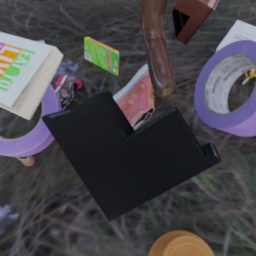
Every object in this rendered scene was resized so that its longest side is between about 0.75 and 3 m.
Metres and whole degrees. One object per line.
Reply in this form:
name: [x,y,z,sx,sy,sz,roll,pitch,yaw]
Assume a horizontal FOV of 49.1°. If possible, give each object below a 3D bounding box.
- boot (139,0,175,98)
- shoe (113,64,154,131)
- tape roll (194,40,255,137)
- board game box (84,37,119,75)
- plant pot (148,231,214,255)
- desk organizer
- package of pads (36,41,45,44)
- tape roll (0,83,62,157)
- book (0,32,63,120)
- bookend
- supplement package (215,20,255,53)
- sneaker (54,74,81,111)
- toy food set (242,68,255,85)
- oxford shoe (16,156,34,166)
boot: [0.922,-2.514,8.078,0.956,2.774,2.976,-7,76,0]
shoe: [0.598,-1.169,10.264,1.352,1.062,2.972,39,72,19]
tape roll: [2.759,-0.937,6.905,0.935,2.200,2.200,15,55,-30]
board game box: [-0.571,-1.582,6.174,1.057,0.505,0.158,35,48,30]
plant pot: [1.468,3.588,7.301,1.915,1.340,1.915,0,59,0]
desk organizer: [1.864,-3.512,8.418,0.965,2.507,0.899,27,83,-2]
package of pads: [-3.944,-3.376,11.928,0.814,0.278,0.629,-11,61,-6]
tape roll: [-3.168,-0.425,7.898,2.466,1.048,2.466,1,81,-7]
book: [-2.844,-1.355,6.506,2.467,0.593,1.648,21,76,29]
bookend: [0.079,0.142,6.700,2.930,1.358,2.948,-33,92,15]
supplement package: [4.347,-3.174,11.321,1.081,1.123,1.974,30,65,18]
sneaker: [-2.391,-1.084,10.272,0.807,0.871,2.162,12,60,4]
toy food set: [3.945,-1.998,8.609,0.284,1.417,0.978,35,70,31]
oxford shoe: [-3.754,0.728,9.415,1.405,0.525,0.495,28,64,15]
